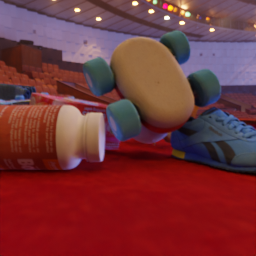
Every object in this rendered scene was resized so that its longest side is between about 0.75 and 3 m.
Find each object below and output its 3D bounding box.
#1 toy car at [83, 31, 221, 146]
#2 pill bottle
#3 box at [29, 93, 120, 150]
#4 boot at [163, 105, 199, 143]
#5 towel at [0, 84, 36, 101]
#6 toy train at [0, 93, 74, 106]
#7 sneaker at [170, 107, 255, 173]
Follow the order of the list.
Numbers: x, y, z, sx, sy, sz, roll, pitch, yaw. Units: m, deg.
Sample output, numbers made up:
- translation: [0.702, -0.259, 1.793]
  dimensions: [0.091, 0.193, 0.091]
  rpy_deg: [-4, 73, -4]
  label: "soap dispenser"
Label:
- translation: [0.325, -0.466, 5.515]
  dimensions: [1.930, 1.852, 2.094]
  rpy_deg: [-23, -22, -16]
  label: "toy car"
- translation: [-1.235, 0.141, 4.176]
  dimensions: [1.715, 0.962, 0.962]
  rpy_deg: [0, 3, 2]
  label: "pill bottle"
- translation: [-1.004, -0.090, 5.673]
  dimensions: [0.878, 0.917, 1.839]
  rpy_deg: [19, 9, 42]
  label: "box"
- translation: [0.953, -0.490, 7.362]
  dimensions: [0.828, 1.685, 2.354]
  rpy_deg: [47, -17, -28]
  label: "boot"
- translation: [-4.046, -0.594, 8.332]
  dimensions: [2.698, 1.507, 0.655]
  rpy_deg: [7, 2, 13]
  label: "towel"
- translation: [-2.222, -0.167, 6.684]
  dimensions: [1.707, 1.295, 2.988]
  rpy_deg: [4, 10, 32]
  label: "toy train"
- translation: [1.565, 0.135, 4.521]
  dimensions: [0.811, 0.965, 2.460]
  rpy_deg: [0, 4, -31]
  label: "sneaker"
